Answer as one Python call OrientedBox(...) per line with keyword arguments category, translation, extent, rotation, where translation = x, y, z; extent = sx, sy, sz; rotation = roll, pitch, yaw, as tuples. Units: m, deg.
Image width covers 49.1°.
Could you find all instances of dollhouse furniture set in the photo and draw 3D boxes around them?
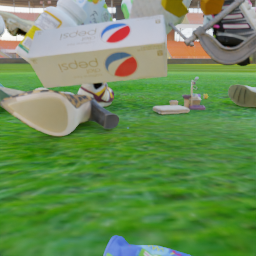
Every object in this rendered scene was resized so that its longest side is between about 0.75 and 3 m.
OrientedBox(category="dollhouse furniture set", translation=(2.191, -1.358, 10.387), extent=(1.240, 1.110, 1.564), rotation=(2, 14, 9))

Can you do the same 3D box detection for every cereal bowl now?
OrientedBox(category="cereal bowl", translation=(0.889, -3.102, 6.200), extent=(1.090, 2.617, 2.617), rotation=(18, 14, 0))

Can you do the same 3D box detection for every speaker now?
OrientedBox(category="speaker", translation=(0.233, -3.961, 9.912), extent=(0.761, 0.761, 1.720), rotation=(-3, 53, -14))

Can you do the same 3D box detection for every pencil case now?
OrientedBox(category="pencil case", translation=(0.462, 1.014, 1.585), extent=(1.404, 0.548, 0.610), rotation=(3, -12, 20))

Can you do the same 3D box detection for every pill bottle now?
OrientedBox(category="pill bottle", translation=(-2.123, -2.649, 7.992), extent=(1.168, 2.070, 1.168), rotation=(37, 1, -1))

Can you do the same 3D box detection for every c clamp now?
OrientedBox(category="c clamp", translation=(1.801, -1.874, 4.891), extent=(1.764, 1.507, 0.239), rotation=(-32, -25, 8))

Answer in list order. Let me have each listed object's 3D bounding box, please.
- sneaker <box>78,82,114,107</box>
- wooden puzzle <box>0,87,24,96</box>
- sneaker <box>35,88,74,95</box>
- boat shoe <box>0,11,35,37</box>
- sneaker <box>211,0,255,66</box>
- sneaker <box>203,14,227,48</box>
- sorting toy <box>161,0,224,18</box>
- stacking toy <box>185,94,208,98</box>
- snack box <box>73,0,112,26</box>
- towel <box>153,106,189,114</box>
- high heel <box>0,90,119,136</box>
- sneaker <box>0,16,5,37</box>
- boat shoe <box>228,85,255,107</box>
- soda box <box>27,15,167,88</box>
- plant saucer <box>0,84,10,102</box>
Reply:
OrientedBox(category="sneaker", translation=(-0.994, -1.367, 10.064), extent=(0.884, 1.063, 2.359), rotation=(29, 24, 7))
OrientedBox(category="wooden puzzle", translation=(-3.897, -1.092, 10.087), extent=(2.008, 0.465, 1.860), rotation=(15, 6, -30))
OrientedBox(category="sneaker", translation=(-2.387, -0.807, 9.492), extent=(1.649, 0.646, 0.741), rotation=(6, 48, -32))
OrientedBox(category="boat shoe", translation=(-3.396, -3.016, 8.365), extent=(1.520, 0.494, 0.548), rotation=(15, -20, -12))
OrientedBox(category="sneaker", translation=(2.339, -2.556, 6.760), extent=(2.674, 1.169, 0.986), rotation=(46, 16, -1))
OrientedBox(category="sneaker", translation=(2.449, -3.462, 7.989), extent=(0.950, 2.564, 1.135), rotation=(-11, -14, -41))
OrientedBox(category="sorting toy", translation=(0.738, -2.465, 3.077), extent=(2.019, 2.710, 0.363), rotation=(-14, 58, -11))
OrientedBox(category="stacking toy", translation=(3.087, -1.453, 12.823), extent=(0.671, 0.209, 0.890), rotation=(-7, 13, -33))
OrientedBox(category="snack box", translation=(-1.448, -3.709, 10.442), extent=(0.700, 1.879, 2.642), rotation=(29, -8, 19))
OrientedBox(category="towel", translation=(1.402, -0.591, 9.206), extent=(1.063, 0.183, 0.705), rotation=(-3, 15, -16))
OrientedBox(category="high heel", translation=(-1.798, -0.507, 6.852), extent=(2.704, 0.965, 1.927), rotation=(8, 13, -35))
OrientedBox(category="sneaker", translation=(-3.813, -2.987, 6.470), extent=(0.755, 2.083, 1.188), rotation=(-45, 21, -4))
OrientedBox(category="boat shoe", translation=(4.690, -1.117, 10.337), extent=(0.713, 0.779, 2.085), rotation=(-4, 22, -32))
OrientedBox(category="soda box", translation=(-0.552, -1.497, 5.632), extent=(2.635, 0.898, 0.839), rotation=(-4, 56, 9))
OrientedBox(category="plant saucer", translation=(-4.753, -1.446, 9.546), extent=(2.647, 0.476, 2.647), rotation=(39, -6, 5))
